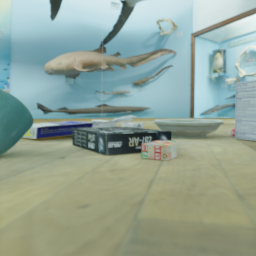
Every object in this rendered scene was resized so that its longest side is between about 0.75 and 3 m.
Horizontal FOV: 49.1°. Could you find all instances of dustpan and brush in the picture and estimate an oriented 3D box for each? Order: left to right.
[{"bbox_3d":[-1.013,-0.258,15.538,2.986,0.854,2.084,0,3,8],"label":"dustpan and brush"}]

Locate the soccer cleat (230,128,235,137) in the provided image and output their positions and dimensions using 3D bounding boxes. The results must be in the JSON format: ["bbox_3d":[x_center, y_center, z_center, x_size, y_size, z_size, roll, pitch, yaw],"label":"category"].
[{"bbox_3d":[4.659,0.241,12.139,0.305,0.350,0.916,41,13,33],"label":"soccer cleat"}]

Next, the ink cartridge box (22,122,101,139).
[{"bbox_3d":[-2.831,0.075,11.364,2.532,0.602,2.562,-6,7,-43],"label":"ink cartridge box"}]

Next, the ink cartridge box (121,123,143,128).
[{"bbox_3d":[0.301,-0.046,15.466,0.773,0.445,1.335,2,4,33],"label":"ink cartridge box"}]

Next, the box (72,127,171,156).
[{"bbox_3d":[-0.287,0.310,8.331,2.049,0.557,2.558,-2,4,-31],"label":"box"}]

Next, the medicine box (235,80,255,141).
[{"bbox_3d":[4.962,-0.621,9.998,1.142,2.219,2.021,-1,4,-21],"label":"medicine box"}]

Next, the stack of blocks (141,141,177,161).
[{"bbox_3d":[0.833,0.520,6.737,0.650,0.331,1.130,2,3,26],"label":"stack of blocks"}]

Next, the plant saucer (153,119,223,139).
[{"bbox_3d":[2.507,0.017,11.831,2.868,0.720,2.868,1,4,0],"label":"plant saucer"}]

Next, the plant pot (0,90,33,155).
[{"bbox_3d":[-3.192,-0.026,6.582,1.462,1.462,1.173,2,47,24],"label":"plant pot"}]
